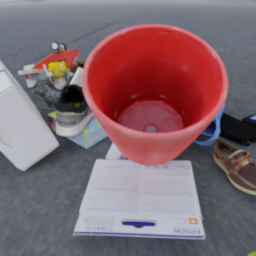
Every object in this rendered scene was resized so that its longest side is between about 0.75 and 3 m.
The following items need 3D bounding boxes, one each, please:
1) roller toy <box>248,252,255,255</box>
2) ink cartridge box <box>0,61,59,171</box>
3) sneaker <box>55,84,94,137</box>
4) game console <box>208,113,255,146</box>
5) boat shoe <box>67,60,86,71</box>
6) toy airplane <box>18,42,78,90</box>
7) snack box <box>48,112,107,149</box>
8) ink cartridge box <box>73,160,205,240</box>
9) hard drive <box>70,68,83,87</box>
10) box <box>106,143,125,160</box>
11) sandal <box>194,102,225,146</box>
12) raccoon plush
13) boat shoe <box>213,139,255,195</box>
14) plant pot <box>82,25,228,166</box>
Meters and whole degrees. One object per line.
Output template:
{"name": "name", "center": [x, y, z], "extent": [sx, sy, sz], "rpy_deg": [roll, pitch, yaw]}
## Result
{"name": "roller toy", "center": [2.640, 2.566, 3.418], "extent": [2.480, 1.733, 2.262], "rpy_deg": [13, 33, 22]}
{"name": "ink cartridge box", "center": [-3.403, -0.523, 7.959], "extent": [1.260, 2.188, 2.998], "rpy_deg": [-36, 41, -10]}
{"name": "sneaker", "center": [-1.398, -0.925, 8.539], "extent": [0.990, 1.174, 2.684], "rpy_deg": [15, 41, 13]}
{"name": "game console", "center": [4.140, -0.210, 9.591], "extent": [2.800, 0.337, 1.651], "rpy_deg": [-18, 34, -28]}
{"name": "boat shoe", "center": [-2.750, -3.252, 14.602], "extent": [1.590, 0.572, 0.541], "rpy_deg": [-16, 33, -25]}
{"name": "toy airplane", "center": [-3.468, -2.415, 12.373], "extent": [2.503, 1.766, 2.492], "rpy_deg": [-33, 5, -31]}
{"name": "snack box", "center": [-1.434, -0.210, 9.279], "extent": [1.878, 0.635, 1.584], "rpy_deg": [24, 40, 33]}
{"name": "ink cartridge box", "center": [0.277, 1.582, 6.192], "extent": [2.489, 0.506, 2.494], "rpy_deg": [1, 27, 6]}
{"name": "hard drive", "center": [-1.693, -1.506, 9.785], "extent": [0.717, 1.087, 0.143], "rpy_deg": [13, 24, -51]}
{"name": "box", "center": [-0.018, 0.145, 8.018], "extent": [0.414, 0.387, 2.000], "rpy_deg": [11, 61, 26]}
{"name": "sandal", "center": [2.446, -0.306, 8.866], "extent": [1.179, 1.292, 2.967], "rpy_deg": [-23, 4, 35]}
{"name": "raccoon plush", "center": [-2.632, -1.215, 9.717], "extent": [1.383, 0.926, 0.669], "rpy_deg": [-7, 51, 39]}
{"name": "boat shoe", "center": [2.755, 0.885, 7.020], "extent": [0.713, 0.712, 1.977], "rpy_deg": [-23, 30, -3]}
{"name": "plant pot", "center": [0.524, -0.440, 6.251], "extent": [2.726, 2.412, 2.726], "rpy_deg": [-1, 62, 2]}
